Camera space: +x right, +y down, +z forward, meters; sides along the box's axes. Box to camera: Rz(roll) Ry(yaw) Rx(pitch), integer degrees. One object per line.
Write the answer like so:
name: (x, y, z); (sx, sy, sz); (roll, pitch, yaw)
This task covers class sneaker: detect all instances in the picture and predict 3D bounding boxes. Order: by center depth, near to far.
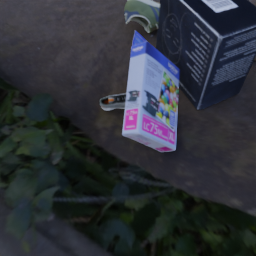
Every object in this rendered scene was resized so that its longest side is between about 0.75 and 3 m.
sneaker: (-0.281, -0.744, 7.813); (1.108, 0.439, 0.410); (-12, 74, 14)
sneaker: (0.985, -3.863, 10.042); (2.410, 0.808, 1.082); (15, 88, -12)

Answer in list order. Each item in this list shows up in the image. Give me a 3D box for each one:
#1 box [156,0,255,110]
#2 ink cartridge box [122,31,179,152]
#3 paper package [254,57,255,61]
box: (2.106, -2.416, 7.884); (1.617, 2.565, 2.609); (-21, 58, -15)
ink cartridge box: (0.662, -0.921, 6.991); (0.576, 1.637, 2.743); (-10, 67, 37)
paper package: (4.093, -2.718, 9.220); (0.411, 0.757, 0.794); (-9, 55, -6)
